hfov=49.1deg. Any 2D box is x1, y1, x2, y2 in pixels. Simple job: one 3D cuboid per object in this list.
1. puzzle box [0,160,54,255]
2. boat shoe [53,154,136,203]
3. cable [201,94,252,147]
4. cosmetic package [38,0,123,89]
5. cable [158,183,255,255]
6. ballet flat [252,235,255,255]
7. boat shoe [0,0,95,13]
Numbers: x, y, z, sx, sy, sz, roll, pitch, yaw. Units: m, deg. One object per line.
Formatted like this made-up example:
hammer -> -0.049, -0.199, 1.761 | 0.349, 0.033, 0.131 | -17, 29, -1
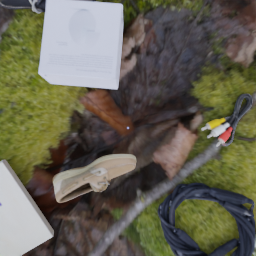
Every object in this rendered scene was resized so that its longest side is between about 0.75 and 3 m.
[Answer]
puzzle box -> -2.894, 1.972, 6.480 | 1.428, 0.273, 2.146 | -29, 100, -2
boat shoe -> -0.667, 1.106, 6.053 | 1.878, 0.669, 0.606 | -20, 55, 1
cable -> 2.614, -0.164, 6.944 | 1.613, 0.406, 0.783 | -40, 87, -4
cosmetic package -> -1.061, -1.955, 6.784 | 1.773, 1.094, 1.779 | 5, 84, 1
cable -> 1.811, 2.331, 6.658 | 2.341, 0.595, 1.910 | 12, 89, -1
ballet flat -> 3.027, 2.926, 6.650 | 0.380, 0.379, 1.133 | 8, 85, 15
boat shoe -> -2.086, -3.318, 7.064 | 2.526, 0.933, 0.762 | -10, 79, -9
